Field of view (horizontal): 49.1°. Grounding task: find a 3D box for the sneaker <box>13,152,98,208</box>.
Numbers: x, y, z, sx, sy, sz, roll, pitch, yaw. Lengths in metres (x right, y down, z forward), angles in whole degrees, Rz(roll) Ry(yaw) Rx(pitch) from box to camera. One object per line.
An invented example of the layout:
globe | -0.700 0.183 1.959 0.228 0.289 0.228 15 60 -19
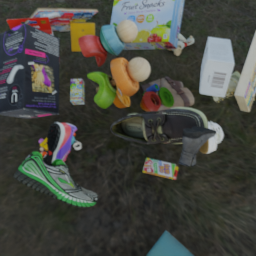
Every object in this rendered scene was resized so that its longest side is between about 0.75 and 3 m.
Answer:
sneaker | -1.507 1.237 6.475 2.020 0.788 0.861 34 71 -25

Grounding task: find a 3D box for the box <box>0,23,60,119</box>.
box | -3.125 -1.639 8.714 1.546 1.341 2.529 -4 82 34

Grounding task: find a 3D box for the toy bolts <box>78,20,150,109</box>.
toy bolts | -0.156 -2.130 9.335 1.877 2.585 2.707 -24 75 20

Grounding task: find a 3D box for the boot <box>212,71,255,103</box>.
boot | 3.610 -1.233 9.849 1.229 0.573 1.590 -28 38 15

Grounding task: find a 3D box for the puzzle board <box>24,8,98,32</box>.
puzzle board | -2.525 -3.849 10.184 2.399 0.209 1.808 -20 5 -41

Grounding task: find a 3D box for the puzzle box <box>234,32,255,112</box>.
puzzle box | 3.686 -1.692 8.217 0.278 1.455 2.187 17 85 32

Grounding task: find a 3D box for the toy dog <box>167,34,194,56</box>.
toy dog | 2.809 -4.586 14.874 1.143 0.835 1.733 23 53 19

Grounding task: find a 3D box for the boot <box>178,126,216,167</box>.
boot | 1.437 0.390 5.950 1.181 0.777 0.412 -4 16 -45

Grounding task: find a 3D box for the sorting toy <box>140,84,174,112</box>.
sorting toy | 0.910 -0.990 9.851 1.559 0.640 0.937 -16 81 -48

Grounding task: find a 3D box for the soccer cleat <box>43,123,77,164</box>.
soccer cleat | -1.978 0.800 7.821 0.682 1.999 0.732 30 18 35

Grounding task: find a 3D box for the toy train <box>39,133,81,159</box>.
toy train | -2.623 0.835 10.373 1.748 0.486 1.313 -23 54 -15

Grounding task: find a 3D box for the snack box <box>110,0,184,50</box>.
snack box | 0.699 -4.473 11.364 2.848 0.964 2.402 10 91 30

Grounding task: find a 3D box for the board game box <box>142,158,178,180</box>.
board game box | 1.164 1.463 10.008 1.201 0.180 0.574 13 51 8

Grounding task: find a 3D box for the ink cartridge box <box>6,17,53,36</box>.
ink cartridge box | -3.243 -3.011 9.665 1.374 1.694 0.425 -6 69 -7

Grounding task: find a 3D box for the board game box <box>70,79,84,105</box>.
board game box | -1.727 -1.226 9.556 0.406 0.414 0.789 -2 79 4

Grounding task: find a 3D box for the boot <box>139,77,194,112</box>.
boot | 1.756 -1.009 11.701 2.121 1.019 2.901 -5 57 -16

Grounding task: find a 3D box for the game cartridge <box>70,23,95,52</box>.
game cartridge | -1.725 -3.456 10.682 0.919 1.042 0.169 -4 30 -14

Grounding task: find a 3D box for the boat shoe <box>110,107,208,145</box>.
boat shoe | 0.673 0.047 7.152 2.690 0.985 0.872 -6 10 43

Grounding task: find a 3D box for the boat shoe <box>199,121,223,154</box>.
boat shoe | 2.190 0.149 7.459 0.700 0.716 2.021 3 16 5

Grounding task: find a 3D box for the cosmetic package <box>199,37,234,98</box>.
cosmetic package | 2.595 -1.865 8.323 0.776 1.065 2.095 11 34 8

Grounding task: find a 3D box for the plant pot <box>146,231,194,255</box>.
plant pot | 0.823 3.990 6.976 1.436 1.437 2.033 37 66 28
